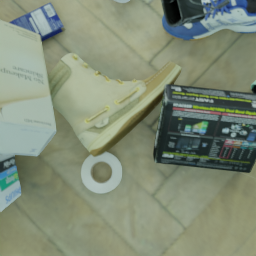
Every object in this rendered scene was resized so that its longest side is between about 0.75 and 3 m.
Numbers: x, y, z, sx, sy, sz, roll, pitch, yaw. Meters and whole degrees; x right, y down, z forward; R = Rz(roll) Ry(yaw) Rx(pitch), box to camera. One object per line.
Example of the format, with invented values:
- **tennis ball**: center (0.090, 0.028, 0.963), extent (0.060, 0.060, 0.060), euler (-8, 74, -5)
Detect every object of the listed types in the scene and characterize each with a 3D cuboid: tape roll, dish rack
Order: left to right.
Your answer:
- **tape roll**: center (-0.642, 1.074, 6.781), extent (1.001, 0.183, 1.001), euler (0, 82, -1)
- **dish rack**: center (1.554, -3.166, 4.292), extent (0.797, 2.921, 2.241), euler (-11, 87, -32)

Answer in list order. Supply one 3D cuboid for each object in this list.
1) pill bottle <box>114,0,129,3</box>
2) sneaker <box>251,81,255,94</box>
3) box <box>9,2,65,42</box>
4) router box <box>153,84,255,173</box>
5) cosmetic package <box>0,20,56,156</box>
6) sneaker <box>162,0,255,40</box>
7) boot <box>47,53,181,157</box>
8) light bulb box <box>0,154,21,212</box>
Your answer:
- **pill bottle**: center (-0.087, -3.993, 7.222), extent (0.757, 0.757, 1.347), euler (9, 82, 1)
- **sneaker**: center (3.774, -0.617, 6.779), extent (1.039, 0.648, 1.761), euler (-35, 74, -10)
- **box**: center (-2.419, -2.627, 7.297), extent (1.315, 0.213, 0.797), euler (-27, 82, -5)
- **router box**: center (1.783, 0.044, 6.175), extent (2.288, 1.715, 0.711), euler (6, 37, 0)
- **cosmetic package**: center (-2.533, -0.913, 5.839), extent (1.037, 1.469, 2.837), euler (-44, 52, 35)
- **sneaker**: center (2.255, -2.933, 6.830), extent (2.826, 1.246, 1.064), euler (-8, 83, 0)
- **boot**: center (-0.422, -1.075, 6.691), extent (2.951, 1.074, 2.293), euler (-43, 81, -5)
- **light bulb box**: center (-3.648, 1.213, 5.744), extent (2.080, 2.062, 1.298), euler (-10, 93, -2)
